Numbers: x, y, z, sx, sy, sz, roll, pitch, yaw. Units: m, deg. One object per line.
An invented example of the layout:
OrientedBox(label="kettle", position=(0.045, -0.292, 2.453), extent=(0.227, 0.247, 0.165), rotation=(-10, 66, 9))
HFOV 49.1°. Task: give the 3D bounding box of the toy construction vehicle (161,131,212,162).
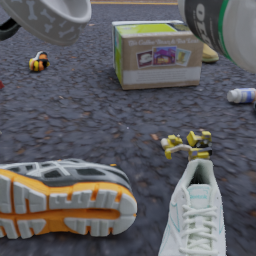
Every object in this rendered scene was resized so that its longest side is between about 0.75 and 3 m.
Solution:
OrientedBox(label="toy construction vehicle", position=(1.385, 0.370, 6.325), extent=(1.199, 0.422, 1.044), rotation=(0, 29, 0))

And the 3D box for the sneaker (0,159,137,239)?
OrientedBox(label="sneaker", position=(-1.355, 1.022, 4.594), extent=(2.965, 1.161, 1.145), rotation=(8, 25, -3))

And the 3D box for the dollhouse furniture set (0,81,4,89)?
OrientedBox(label="dollhouse furniture set", position=(-4.888, -1.443, 9.698), extent=(0.998, 0.406, 0.537), rotation=(-30, 38, -14))

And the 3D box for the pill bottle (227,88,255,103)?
OrientedBox(label="pill bottle", position=(3.548, -1.004, 8.750), extent=(0.787, 0.441, 0.441), rotation=(-3, 30, -7))

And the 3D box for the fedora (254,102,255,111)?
OrientedBox(label="fedora", position=(4.914, -0.864, 7.714), extent=(2.647, 1.209, 2.647), rotation=(0, 29, 0))

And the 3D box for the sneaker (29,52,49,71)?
OrientedBox(label="sneaker", position=(-3.630, -2.792, 11.929), extent=(0.687, 0.534, 1.527), rotation=(11, 33, 2))

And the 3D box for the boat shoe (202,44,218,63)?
OrientedBox(label="boat shoe", position=(3.383, -3.712, 13.123), extent=(0.814, 0.865, 2.270), rotation=(-14, 32, -23))

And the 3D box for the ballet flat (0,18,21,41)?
OrientedBox(label="ballet flat", position=(-2.998, -2.789, 7.299), extent=(1.506, 0.428, 0.501), rotation=(-38, 66, -1))

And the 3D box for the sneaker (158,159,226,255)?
OrientedBox(label="sneaker", position=(0.898, 1.404, 3.903), extent=(0.908, 1.034, 2.581), rotation=(6, 31, 7))

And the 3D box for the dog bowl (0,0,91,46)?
OrientedBox(label="dog bowl", position=(-1.390, -2.326, 4.757), extent=(0.540, 1.842, 1.842), rotation=(-30, 14, 31))

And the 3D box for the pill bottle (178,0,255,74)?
OrientedBox(label="pill bottle", position=(1.900, -2.113, 4.839), extent=(1.618, 1.618, 2.861), rotation=(-3, 30, -5))

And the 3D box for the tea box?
OrientedBox(label="tea box", position=(0.954, -2.849, 10.536), extent=(2.818, 1.883, 2.772), rotation=(-4, 30, -8))
